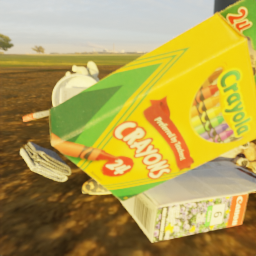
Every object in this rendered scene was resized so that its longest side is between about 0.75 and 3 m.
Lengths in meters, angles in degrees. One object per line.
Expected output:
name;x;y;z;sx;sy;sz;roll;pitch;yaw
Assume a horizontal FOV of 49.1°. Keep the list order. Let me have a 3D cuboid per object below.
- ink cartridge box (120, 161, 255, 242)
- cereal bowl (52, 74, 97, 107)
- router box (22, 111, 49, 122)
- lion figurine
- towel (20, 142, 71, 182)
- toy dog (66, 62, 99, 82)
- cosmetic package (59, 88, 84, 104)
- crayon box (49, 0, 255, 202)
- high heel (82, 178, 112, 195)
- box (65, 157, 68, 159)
ink cartridge box;1.285;1.200;5.121;2.607;0.656;1.420;-1;15;-24
cereal bowl;-2.032;-1.217;11.183;1.973;1.973;0.822;-5;21;-18
router box;-3.746;-0.481;11.438;0.715;0.195;0.797;-13;6;31
lion figurine;2.110;0.717;6.613;2.214;0.802;1.356;-3;-7;11
towel;-1.724;0.695;5.929;0.778;0.402;0.940;34;-3;46
toy dog;-2.157;-2.020;12.905;1.241;1.725;1.779;-19;14;30
cosmetic package;-1.160;-0.764;10.379;2.701;1.000;1.373;2;29;-15
crayon box;0.641;-0.185;3.713;2.813;1.786;0.715;-29;45;11
high heel;0.030;0.300;5.826;2.457;1.751;0.877;-18;6;-11
box;-1.252;0.333;7.689;0.930;0.914;0.576;-15;21;-41
